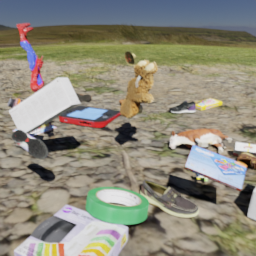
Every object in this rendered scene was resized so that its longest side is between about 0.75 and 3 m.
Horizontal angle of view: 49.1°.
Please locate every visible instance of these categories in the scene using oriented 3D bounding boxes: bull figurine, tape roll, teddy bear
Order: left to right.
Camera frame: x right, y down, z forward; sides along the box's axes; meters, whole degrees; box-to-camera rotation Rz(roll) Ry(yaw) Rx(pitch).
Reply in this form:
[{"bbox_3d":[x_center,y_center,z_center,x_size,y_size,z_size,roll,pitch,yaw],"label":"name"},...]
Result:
[{"bbox_3d":[-0.291,2.069,7.607,1.689,0.406,1.689,9,6,-1],"label":"tape roll"},{"bbox_3d":[0.452,-1.387,10.224,0.752,2.252,1.633,13,-3,-39],"label":"teddy bear"},{"bbox_3d":[2.943,0.523,11.484,2.456,0.800,1.491,-9,26,-18],"label":"bull figurine"}]

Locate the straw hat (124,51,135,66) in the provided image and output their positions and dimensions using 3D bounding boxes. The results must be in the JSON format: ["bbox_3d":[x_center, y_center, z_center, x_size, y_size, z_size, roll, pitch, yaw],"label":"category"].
[{"bbox_3d":[0.176,-3.394,13.484,0.329,0.777,0.777,-31,35,-27],"label":"straw hat"}]

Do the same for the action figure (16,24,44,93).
[{"bbox_3d":[-3.407,-2.295,10.210,0.717,2.774,0.907,-10,7,-12],"label":"action figure"}]

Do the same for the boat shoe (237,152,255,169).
[{"bbox_3d":[4.603,1.296,10.077,0.475,0.506,1.406,-24,27,-34],"label":"boat shoe"}]

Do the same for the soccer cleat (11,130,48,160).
[{"bbox_3d":[-2.767,0.528,8.114,1.416,0.518,0.483,27,70,25],"label":"soccer cleat"}]

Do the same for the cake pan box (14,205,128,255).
[{"bbox_3d":[-1.281,2.747,6.549,2.026,0.530,1.866,12,23,26],"label":"cake pan box"}]

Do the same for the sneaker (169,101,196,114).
[{"bbox_3d":[3.043,-1.228,15.779,1.543,0.676,0.584,-4,23,-10],"label":"sneaker"}]

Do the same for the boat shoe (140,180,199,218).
[{"bbox_3d":[1.149,2.029,8.129,1.845,0.598,0.675,13,26,28],"label":"boat shoe"}]

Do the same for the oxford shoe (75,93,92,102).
[{"bbox_3d":[-3.026,-1.900,17.795,1.480,0.528,0.527,6,0,5],"label":"oxford shoe"}]

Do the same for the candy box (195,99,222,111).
[{"bbox_3d":[4.672,-1.419,16.799,1.848,0.244,0.944,-15,30,-32],"label":"candy box"}]

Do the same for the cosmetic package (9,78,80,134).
[{"bbox_3d":[-2.837,-0.695,9.431,2.402,0.991,0.608,-26,1,24],"label":"cosmetic package"}]

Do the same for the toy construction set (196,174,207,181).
[{"bbox_3d":[2.865,1.551,9.318,1.223,0.563,0.802,13,1,11],"label":"toy construction set"}]

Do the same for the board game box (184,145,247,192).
[{"bbox_3d":[2.299,1.034,7.390,1.490,0.145,0.767,22,58,13],"label":"board game box"}]

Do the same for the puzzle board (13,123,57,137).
[{"bbox_3d":[-4.470,0.052,13.436,1.244,0.144,1.650,19,30,38],"label":"puzzle board"}]

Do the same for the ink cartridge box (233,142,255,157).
[{"bbox_3d":[4.543,0.869,10.818,0.839,0.609,0.350,8,67,17],"label":"ink cartridge box"}]

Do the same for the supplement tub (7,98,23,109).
[{"bbox_3d":[-3.966,-0.783,10.406,0.920,0.492,0.492,23,10,-31],"label":"supplement tub"}]

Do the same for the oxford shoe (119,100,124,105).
[{"bbox_3d":[-0.179,-1.041,11.651,0.310,0.310,0.870,19,-4,13],"label":"oxford shoe"}]

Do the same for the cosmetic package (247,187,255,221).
[{"bbox_3d":[4.578,2.173,7.360,2.362,0.958,1.333,18,28,39],"label":"cosmetic package"}]

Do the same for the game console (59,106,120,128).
[{"bbox_3d":[-2.038,-0.689,14.846,2.718,0.422,2.404,9,25,20],"label":"game console"}]
